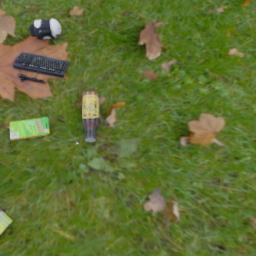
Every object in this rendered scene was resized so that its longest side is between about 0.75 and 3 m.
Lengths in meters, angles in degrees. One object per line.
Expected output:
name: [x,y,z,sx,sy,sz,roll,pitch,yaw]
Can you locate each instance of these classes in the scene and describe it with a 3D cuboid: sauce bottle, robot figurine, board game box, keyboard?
sauce bottle: [-1.450,-0.436,10.898,0.657,0.657,1.990,-4,66,-2]
robot figurine: [-3.712,-4.401,12.566,1.344,0.838,1.009,-8,69,-3]
board game box: [-3.824,0.030,10.908,1.480,0.222,0.707,-9,71,-1]
keyboard: [-3.855,-2.535,12.058,2.318,0.239,1.473,11,66,6]

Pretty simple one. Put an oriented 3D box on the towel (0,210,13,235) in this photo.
towel: [-5.213,3.115,9.528,2.176,0.248,1.563,33,69,13]
